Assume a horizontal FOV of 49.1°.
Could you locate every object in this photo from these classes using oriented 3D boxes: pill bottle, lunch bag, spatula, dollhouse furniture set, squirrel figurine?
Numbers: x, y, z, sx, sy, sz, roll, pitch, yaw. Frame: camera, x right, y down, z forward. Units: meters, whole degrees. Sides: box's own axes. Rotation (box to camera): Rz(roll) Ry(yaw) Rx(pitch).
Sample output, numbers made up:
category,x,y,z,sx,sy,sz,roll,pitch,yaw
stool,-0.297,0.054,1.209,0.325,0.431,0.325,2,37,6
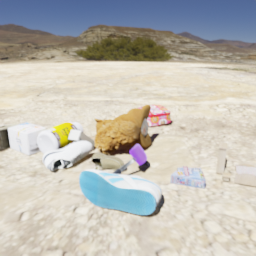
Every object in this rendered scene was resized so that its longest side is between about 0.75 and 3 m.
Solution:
category,x,y,z,sx,sy,sz,roll,pitch,yaw
pill bottle,-2.721,0.378,11.609,1.056,1.056,1.932,10,21,27
lunch bag,1.254,-0.663,15.249,1.729,0.804,1.963,-10,20,-13
spatula,-0.120,1.283,9.086,2.276,0.643,0.234,-37,-1,-39
dollhouse furniture set,4.056,1.228,9.189,2.170,0.961,1.125,7,17,20
squirrel figurine,-0.490,0.087,11.602,2.358,1.788,2.526,2,15,26

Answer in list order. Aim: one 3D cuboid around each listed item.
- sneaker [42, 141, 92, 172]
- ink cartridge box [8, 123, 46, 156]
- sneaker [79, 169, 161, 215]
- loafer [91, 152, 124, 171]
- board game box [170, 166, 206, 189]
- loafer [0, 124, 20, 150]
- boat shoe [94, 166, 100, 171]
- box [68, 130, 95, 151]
category,x,y,z,sx,sy,sz,roll,pitch,yaw
sneaker,-2.099,1.074,10.253,1.921,0.734,0.773,-22,31,-29
ink cartridge box,-4.145,0.433,11.614,1.302,0.942,0.959,13,22,33
sneaker,-0.268,1.753,7.988,2.471,0.945,0.998,14,12,21
loafer,-0.744,1.263,9.931,1.352,0.514,0.456,11,31,29
board game box,1.914,1.567,9.208,1.065,0.329,1.066,2,20,4
loafer,-5.273,0.331,12.124,0.845,0.936,2.475,6,10,21
boat shoe,-1.114,1.551,9.429,0.272,0.239,0.764,5,20,9
box,-1.826,0.503,11.203,0.502,0.418,1.222,6,-20,28
